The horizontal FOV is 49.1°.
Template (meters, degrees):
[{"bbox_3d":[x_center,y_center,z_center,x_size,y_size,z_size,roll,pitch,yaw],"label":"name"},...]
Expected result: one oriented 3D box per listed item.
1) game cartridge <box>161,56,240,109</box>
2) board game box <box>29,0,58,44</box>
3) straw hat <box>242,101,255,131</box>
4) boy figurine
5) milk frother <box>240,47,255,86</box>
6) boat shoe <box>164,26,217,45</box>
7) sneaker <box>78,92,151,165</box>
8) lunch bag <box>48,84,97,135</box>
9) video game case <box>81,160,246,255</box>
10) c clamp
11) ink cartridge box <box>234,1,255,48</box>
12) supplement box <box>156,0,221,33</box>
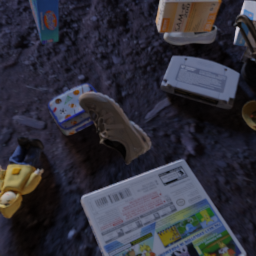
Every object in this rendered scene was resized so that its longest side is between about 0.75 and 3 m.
[{"bbox_3d":[2.568,-1.693,9.880,2.480,0.502,1.653,18,64,10],"label":"game cartridge"},{"bbox_3d":[-2.357,-3.662,7.453,0.546,2.425,1.844,-17,83,-17],"label":"board game box"},{"bbox_3d":[4.143,-0.235,8.962,1.217,0.515,1.217,0,58,1],"label":"straw hat"},{"bbox_3d":[-3.175,1.358,7.916,1.393,0.722,2.240,10,57,3],"label":"boy figurine"},{"bbox_3d":[4.988,-2.477,9.395,1.977,2.102,1.897,27,67,16],"label":"milk frother"},{"bbox_3d":[2.434,-3.733,10.917,2.037,0.726,0.711,-1,59,-1],"label":"boat shoe"},{"bbox_3d":[-0.490,-0.039,7.158,2.276,0.851,0.933,40,60,10],"label":"sneaker"},{"bbox_3d":[-1.585,-0.609,9.120,1.743,0.659,1.397,-30,65,-15],"label":"lunch bag"},{"bbox_3d":[0.551,1.593,4.455,2.067,0.227,1.884,-15,58,-26],"label":"video game case"},{"bbox_3d":[3.065,-2.216,7.105,0.196,1.450,1.238,-32,19,11],"label":"c clamp"},{"bbox_3d":[4.299,-3.190,8.792,1.580,0.990,1.016,13,59,12],"label":"ink cartridge box"},{"bbox_3d":[1.831,-3.604,8.729,1.750,1.103,0.644,-5,57,-7],"label":"supplement box"}]
